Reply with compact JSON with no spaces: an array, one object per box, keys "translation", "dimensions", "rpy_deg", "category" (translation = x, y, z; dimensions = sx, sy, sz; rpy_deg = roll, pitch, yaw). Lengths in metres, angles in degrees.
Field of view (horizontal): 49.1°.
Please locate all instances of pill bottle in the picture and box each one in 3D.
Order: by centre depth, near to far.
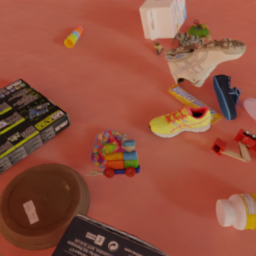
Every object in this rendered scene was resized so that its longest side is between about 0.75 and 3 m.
[{"translation":[2.668,1.826,6.122],"dimensions":[1.331,0.748,0.748],"rpy_deg":[-3,49,-1],"category":"pill bottle"}]

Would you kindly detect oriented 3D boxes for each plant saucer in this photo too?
[{"translation":[-1.987,1.696,6.531],"dimensions":[2.168,0.319,2.168],"rpy_deg":[0,50,0],"category":"plant saucer"}]

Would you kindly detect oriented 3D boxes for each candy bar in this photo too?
[{"translation":[2.035,-0.770,8.721],"dimensions":[0.501,0.223,2.009],"rpy_deg":[-32,57,-25],"category":"candy bar"}]

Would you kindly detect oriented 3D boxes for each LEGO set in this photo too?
[{"translation":[1.978,-3.300,10.670],"dimensions":[2.022,0.573,1.313],"rpy_deg":[-24,53,-19],"category":"LEGO set"}]

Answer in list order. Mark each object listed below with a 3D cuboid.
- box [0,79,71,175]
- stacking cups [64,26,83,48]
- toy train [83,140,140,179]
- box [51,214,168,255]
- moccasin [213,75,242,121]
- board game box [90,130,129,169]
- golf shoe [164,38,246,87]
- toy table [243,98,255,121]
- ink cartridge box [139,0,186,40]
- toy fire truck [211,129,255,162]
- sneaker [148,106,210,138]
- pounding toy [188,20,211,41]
[{"translation":[-3.371,-0.163,7.963],"dimensions":[2.417,0.595,2.503],"rpy_deg":[35,57,24],"category":"box"},{"translation":[-2.148,-3.656,11.167],"dimensions":[0.383,0.383,1.265],"rpy_deg":[9,45,8],"category":"stacking cups"},{"translation":[-0.452,0.743,6.724],"dimensions":[1.421,0.822,0.601],"rpy_deg":[-4,7,9],"category":"toy train"},{"translation":[-0.679,3.212,3.949],"dimensions":[1.559,2.211,2.988],"rpy_deg":[18,51,16],"category":"box"},{"translation":[3.096,-1.062,8.571],"dimensions":[0.665,0.784,1.949],"rpy_deg":[-7,50,8],"category":"moccasin"},{"translation":[-0.498,0.515,7.450],"dimensions":[0.929,0.229,1.176],"rpy_deg":[10,61,9],"category":"board game box"},{"translation":[2.325,-1.917,8.450],"dimensions":[1.069,1.327,2.730],"rpy_deg":[-22,18,-29],"category":"golf shoe"},{"translation":[4.067,-0.556,8.032],"dimensions":[0.747,1.173,1.276],"rpy_deg":[-41,81,-12],"category":"toy table"},{"translation":[1.377,-4.446,11.033],"dimensions":[1.247,1.280,1.992],"rpy_deg":[7,49,26],"category":"ink cartridge box"},{"translation":[3.056,0.553,7.391],"dimensions":[1.449,0.353,1.022],"rpy_deg":[32,54,18],"category":"toy fire truck"},{"translation":[1.463,-0.277,7.892],"dimensions":[1.823,0.823,0.713],"rpy_deg":[-10,50,-7],"category":"sneaker"},{"translation":[2.903,-3.986,11.299],"dimensions":[0.862,0.518,1.117],"rpy_deg":[-1,49,-1],"category":"pounding toy"}]
